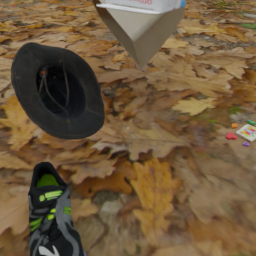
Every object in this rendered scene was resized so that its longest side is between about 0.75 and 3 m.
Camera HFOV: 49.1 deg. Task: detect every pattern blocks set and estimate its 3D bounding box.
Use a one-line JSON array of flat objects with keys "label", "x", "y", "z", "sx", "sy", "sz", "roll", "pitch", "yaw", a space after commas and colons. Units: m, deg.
[{"label": "pattern blocks set", "x": 3.592, "y": 0.141, "z": 8.329, "sx": 1.105, "sy": 0.102, "sz": 1.257, "roll": 24, "pitch": 43, "yaw": 28}]

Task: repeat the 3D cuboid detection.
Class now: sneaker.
[{"label": "sneaker", "x": -1.523, "y": 1.713, "z": 5.394, "sx": 0.968, "sy": 1.131, "sz": 2.730, "roll": -14, "pitch": 39, "yaw": -15}]

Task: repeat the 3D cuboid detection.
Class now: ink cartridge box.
[{"label": "ink cartridge box", "x": 0.303, "y": -2.374, "z": 4.771, "sx": 1.026, "sy": 0.605, "sz": 1.782, "roll": 16, "pitch": 32, "yaw": 18}]

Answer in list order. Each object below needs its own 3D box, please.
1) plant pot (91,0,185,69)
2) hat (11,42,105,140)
[{"label": "plant pot", "x": 0.407, "y": -3.737, "z": 8.610, "sx": 2.171, "sy": 2.453, "sz": 2.450, "roll": -38, "pitch": 80, "yaw": 2}, {"label": "hat", "x": -1.370, "y": -0.550, "z": 5.171, "sx": 0.811, "sy": 2.010, "sz": 2.010, "roll": -25, "pitch": 23, "yaw": 35}]
